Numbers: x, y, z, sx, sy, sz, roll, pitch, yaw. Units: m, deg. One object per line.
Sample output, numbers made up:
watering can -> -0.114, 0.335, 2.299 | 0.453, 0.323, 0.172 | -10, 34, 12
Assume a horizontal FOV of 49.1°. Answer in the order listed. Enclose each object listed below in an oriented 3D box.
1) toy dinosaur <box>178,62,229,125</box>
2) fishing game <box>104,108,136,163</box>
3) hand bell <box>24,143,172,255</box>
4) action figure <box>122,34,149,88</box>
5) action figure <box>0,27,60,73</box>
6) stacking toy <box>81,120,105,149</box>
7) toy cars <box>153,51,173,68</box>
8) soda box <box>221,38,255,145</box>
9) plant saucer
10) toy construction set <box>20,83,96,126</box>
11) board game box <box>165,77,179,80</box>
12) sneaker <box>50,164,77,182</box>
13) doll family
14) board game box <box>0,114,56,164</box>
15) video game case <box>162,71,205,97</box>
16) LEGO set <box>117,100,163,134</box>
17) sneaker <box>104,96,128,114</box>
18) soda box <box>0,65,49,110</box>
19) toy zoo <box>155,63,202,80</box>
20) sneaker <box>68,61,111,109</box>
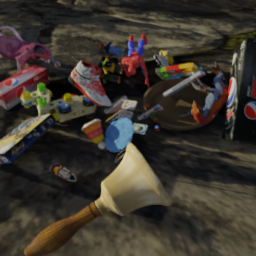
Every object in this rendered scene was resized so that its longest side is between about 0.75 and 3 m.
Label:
toy dinosaur -> 2.770, -1.019, 8.764 | 2.545, 1.336, 2.309 | -3, 46, 20
fishing game -> -0.257, 0.228, 8.247 | 1.127, 0.245, 1.574 | -38, 48, 20
hand bell -> -0.719, 1.686, 5.506 | 2.844, 1.481, 1.481 | -33, 48, -7
action figure -> 0.364, -2.672, 11.585 | 0.962, 1.459, 2.947 | -4, 35, 12
action figure -> -4.139, -3.328, 11.832 | 2.736, 2.038, 1.833 | 14, 35, 36
stacking toy -> -0.956, 0.244, 8.500 | 0.649, 0.649, 0.888 | -26, 84, -27
toy cars -> 1.607, -3.068, 12.194 | 0.835, 0.412, 1.862 | 34, 31, 3
soda box -> 3.583, -1.018, 8.282 | 1.049, 2.965, 0.939 | 8, 1, 1
plant saucer -> 1.837, -0.831, 9.832 | 2.625, 0.387, 2.625 | -2, 46, 2
toy construction set -> -2.135, -1.045, 9.649 | 2.824, 1.301, 1.852 | -30, 51, -15
board game box -> 1.816, -1.876, 11.420 | 0.621, 0.153, 0.786 | 8, 46, 2
sneaker -> -1.681, 1.185, 7.360 | 0.355, 0.788, 0.295 | 20, 79, 47
doll family -> -0.723, -2.548, 10.829 | 1.009, 0.685, 1.746 | 11, 60, -14
board game box -> -3.166, 0.311, 8.205 | 1.308, 0.334, 1.931 | -8, 30, 37
video game case -> 1.926, -1.497, 9.579 | 1.431, 0.125, 1.023 | -31, -3, 24
LEGO set -> 0.400, -0.281, 9.080 | 1.595, 0.392, 1.192 | 9, 64, 30
sneaker -> -0.348, -0.676, 9.868 | 0.941, 0.492, 0.354 | -34, 29, 3
soda box -> -4.067, -1.602, 10.670 | 0.763, 0.691, 2.181 | 21, 45, 23
toy zoo -> 1.959, -2.144, 10.613 | 1.640, 0.168, 1.076 | -5, -7, 21
sneaker -> -1.062, -1.409, 9.008 | 1.675, 0.898, 0.559 | 39, 27, -1
